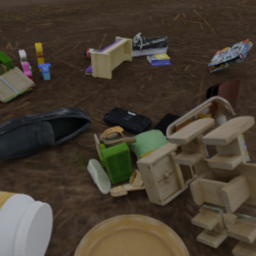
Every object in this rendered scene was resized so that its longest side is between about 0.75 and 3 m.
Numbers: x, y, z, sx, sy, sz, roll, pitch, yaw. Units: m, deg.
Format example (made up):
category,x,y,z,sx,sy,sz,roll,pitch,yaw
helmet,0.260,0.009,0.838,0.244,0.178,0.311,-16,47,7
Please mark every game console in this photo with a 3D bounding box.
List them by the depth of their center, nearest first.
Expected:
category,x,y,z,sx,sy,sz,roll,pitch,yaw
game console,0.524,-0.110,8.344,2.617,0.316,1.544,20,38,26

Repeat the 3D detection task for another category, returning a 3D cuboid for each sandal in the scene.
category,x,y,z,sx,sy,sz,roll,pitch,yaw
sandal,0.164,1.149,6.195,1.208,0.397,0.443,-14,10,-18
sandal,-0.355,0.180,7.245,0.670,0.450,1.667,-9,9,-22

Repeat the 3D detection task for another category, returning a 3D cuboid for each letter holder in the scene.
category,x,y,z,sx,sy,sz,roll,pitch,yaw
letter holder,3.346,-1.385,9.858,1.111,0.790,0.559,-20,38,-27

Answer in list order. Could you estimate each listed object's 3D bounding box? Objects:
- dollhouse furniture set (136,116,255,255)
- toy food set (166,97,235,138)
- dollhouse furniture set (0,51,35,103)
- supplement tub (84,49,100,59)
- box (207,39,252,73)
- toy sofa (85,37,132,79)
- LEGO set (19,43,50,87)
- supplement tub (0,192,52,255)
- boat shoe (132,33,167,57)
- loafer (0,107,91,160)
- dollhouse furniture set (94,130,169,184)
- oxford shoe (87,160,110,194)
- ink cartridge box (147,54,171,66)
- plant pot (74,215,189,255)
category,x,y,z,sx,sy,sz,roll,pitch,yaw
dollhouse furniture set,1.603,0.830,5.334,1.594,2.103,2.399,-26,15,-33
toy food set,1.760,-0.070,6.750,1.583,1.136,0.478,-35,65,17
dollhouse furniture set,-4.639,-1.660,10.589,2.113,1.061,1.385,41,60,14
supplement tub,-1.697,-3.553,13.512,0.861,0.461,0.461,13,35,20
box,4.183,-2.976,11.633,1.629,0.325,1.116,-11,38,57
toy sofa,-0.835,-3.159,12.343,1.257,1.067,2.577,14,35,18
LEGO set,-3.948,-2.853,11.777,1.080,1.162,2.831,-12,35,-20
supplement tub,-2.282,1.689,4.706,1.710,1.235,1.235,6,33,8
boat shoe,0.607,-4.167,13.985,2.800,0.956,1.034,-3,33,-4
loafer,-2.285,0.113,7.322,2.872,0.975,1.008,-24,26,-37
dollhouse furniture set,0.189,0.379,6.758,1.818,0.912,1.191,-19,38,-11
oxford shoe,-0.682,1.149,6.459,0.358,0.275,0.951,7,37,-42
ink cartridge box,1.460,-3.222,13.227,0.951,0.226,0.962,-6,32,-10
plant pot,0.062,2.306,4.660,1.946,0.267,1.946,0,32,0
